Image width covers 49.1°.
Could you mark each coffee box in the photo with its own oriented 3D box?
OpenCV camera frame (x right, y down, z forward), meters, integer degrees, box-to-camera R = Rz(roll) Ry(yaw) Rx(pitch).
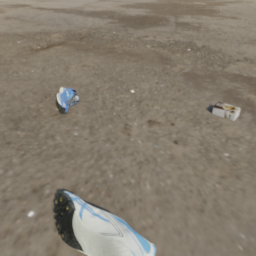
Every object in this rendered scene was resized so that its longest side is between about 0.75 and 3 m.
[{"bbox_3d":[3.989,-0.687,11.414,0.944,0.377,0.534,23,39,31],"label":"coffee box"}]

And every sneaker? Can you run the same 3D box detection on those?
[{"bbox_3d":[-2.552,-1.241,11.944,0.838,0.738,1.879,-4,33,-1],"label":"sneaker"},{"bbox_3d":[-0.687,2.338,6.408,2.940,1.057,1.066,23,11,38],"label":"sneaker"}]
